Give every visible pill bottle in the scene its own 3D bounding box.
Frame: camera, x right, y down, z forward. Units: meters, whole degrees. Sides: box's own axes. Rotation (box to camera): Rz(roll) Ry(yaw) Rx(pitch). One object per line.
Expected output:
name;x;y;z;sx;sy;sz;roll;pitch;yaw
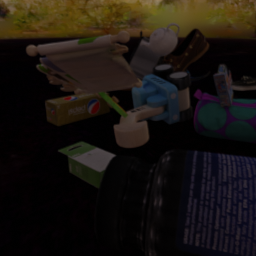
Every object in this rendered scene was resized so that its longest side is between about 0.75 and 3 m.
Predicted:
pill bottle;1.094;1.080;3.360;2.771;1.550;1.550;7;23;15

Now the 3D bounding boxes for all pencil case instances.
pencil case;3.055;-0.243;6.881;2.786;1.287;1.185;7;45;30

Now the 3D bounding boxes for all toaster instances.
toaster;0.615;-2.425;10.471;1.020;1.555;1.719;25;-1;7

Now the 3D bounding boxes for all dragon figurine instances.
dragon figurine;2.358;-2.161;12.599;2.481;0.730;1.233;6;22;16

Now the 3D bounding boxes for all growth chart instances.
growth chart;-0.617;-0.911;4.617;1.656;0.203;2.288;-2;-8;9

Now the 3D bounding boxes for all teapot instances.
teapot;0.899;-2.402;7.561;0.821;0.832;0.608;27;-5;43

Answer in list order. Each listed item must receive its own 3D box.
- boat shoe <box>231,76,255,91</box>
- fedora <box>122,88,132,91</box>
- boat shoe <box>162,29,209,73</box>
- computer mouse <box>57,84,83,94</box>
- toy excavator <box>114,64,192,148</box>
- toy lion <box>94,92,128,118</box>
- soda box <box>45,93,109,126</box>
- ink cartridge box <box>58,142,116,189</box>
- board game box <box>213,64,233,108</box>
boat shoe;5.219;-2.002;12.399;1.809;0.576;0.640;-3;22;-8
fedora;-0.139;-2.418;12.939;2.359;0.962;2.359;0;22;0
boat shoe;1.646;-2.348;9.730;0.866;2.463;0.867;35;11;-44
computer mouse;-1.886;-1.699;11.741;1.441;0.577;2.628;-8;17;-32
toy excavator;0.612;-0.575;8.157;2.848;1.422;2.769;-20;31;-16
toy lion;-0.375;-0.606;7.156;0.862;0.296;0.826;39;7;-46
soda box;-1.553;-0.660;8.879;2.014;0.682;0.645;-19;27;-40
ink cartridge box;-0.774;0.728;5.792;1.331;0.395;0.691;18;28;38
board game box;2.282;-1.089;6.654;0.264;0.856;0.857;-3;50;32
